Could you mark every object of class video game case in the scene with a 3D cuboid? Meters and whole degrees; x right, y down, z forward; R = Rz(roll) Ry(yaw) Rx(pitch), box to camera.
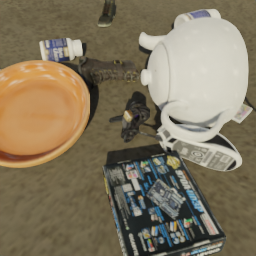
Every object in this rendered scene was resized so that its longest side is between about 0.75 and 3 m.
[{"bbox_3d":[2.799,-0.564,7.736,0.991,0.089,0.709,33,54,29],"label":"video game case"}]

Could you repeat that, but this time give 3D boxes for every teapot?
[{"bbox_3d":[1.324,-1.199,6.609,2.021,2.731,2.767,-5,5,-8],"label":"teapot"}]

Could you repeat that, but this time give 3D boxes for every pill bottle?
[{"bbox_3d":[2.613,-3.909,10.506,1.591,0.921,0.921,-22,49,-20],"label":"pill bottle"},{"bbox_3d":[-2.205,-2.585,9.314,1.301,0.723,0.723,-11,46,-11],"label":"pill bottle"}]

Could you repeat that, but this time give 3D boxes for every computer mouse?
[{"bbox_3d":[1.154,0.213,6.190,2.699,1.480,0.592,19,60,7],"label":"computer mouse"}]

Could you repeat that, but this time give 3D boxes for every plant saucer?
[{"bbox_3d":[-2.338,-0.372,6.783,2.908,0.544,2.908,-1,61,2],"label":"plant saucer"}]

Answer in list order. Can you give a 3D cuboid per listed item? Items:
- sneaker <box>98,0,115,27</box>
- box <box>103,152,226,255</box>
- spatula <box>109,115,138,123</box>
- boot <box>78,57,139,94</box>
[{"bbox_3d":[-0.910,-4.732,11.426,0.552,0.783,1.475,9,46,9],"label":"sneaker"},{"bbox_3d":[0.538,1.444,5.284,1.682,0.487,2.116,-10,42,-13],"label":"box"},{"bbox_3d":[-0.013,-0.252,7.133,1.109,0.114,0.313,-9,82,29],"label":"spatula"},{"bbox_3d":[-0.549,-1.578,8.234,1.809,0.719,2.077,2,40,-8],"label":"boot"}]
